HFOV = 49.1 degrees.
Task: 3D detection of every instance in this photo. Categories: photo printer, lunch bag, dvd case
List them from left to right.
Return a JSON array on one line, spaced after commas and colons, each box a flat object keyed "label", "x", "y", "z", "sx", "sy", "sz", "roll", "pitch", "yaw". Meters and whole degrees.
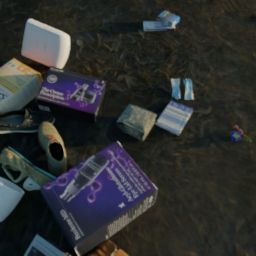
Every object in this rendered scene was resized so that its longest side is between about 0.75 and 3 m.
[{"label": "dvd case", "x": -2.299, "y": 4.357, "z": 7.260, "sx": 1.855, "sy": 0.305, "sz": 2.468, "roll": 26, "pitch": 78, "yaw": 18}, {"label": "photo printer", "x": -3.596, "y": -3.621, "z": 12.385, "sx": 2.019, "sy": 1.680, "sz": 0.701, "roll": 24, "pitch": 27, "yaw": 2}, {"label": "lunch bag", "x": 0.282, "y": -0.247, "z": 10.682, "sx": 1.250, "sy": 0.735, "sz": 1.025, "roll": 27, "pitch": 60, "yaw": 12}]

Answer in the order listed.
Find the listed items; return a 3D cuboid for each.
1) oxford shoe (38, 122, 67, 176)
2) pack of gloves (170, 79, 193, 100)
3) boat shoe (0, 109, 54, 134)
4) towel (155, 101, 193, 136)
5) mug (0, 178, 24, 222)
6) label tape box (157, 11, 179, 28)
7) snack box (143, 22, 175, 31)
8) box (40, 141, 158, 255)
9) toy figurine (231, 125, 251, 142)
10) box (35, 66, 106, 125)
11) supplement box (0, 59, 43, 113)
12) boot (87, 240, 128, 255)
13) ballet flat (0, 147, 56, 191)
[{"label": "oxford shoe", "x": -2.638, "y": 0.527, "z": 9.955, "sx": 0.814, "sy": 0.865, "sz": 2.312, "roll": -12, "pitch": 54, "yaw": -29}, {"label": "pack of gloves", "x": 2.288, "y": -1.687, "z": 11.882, "sx": 0.884, "sy": 0.208, "sz": 1.052, "roll": -1, "pitch": 67, "yaw": 2}, {"label": "boat shoe", "x": -3.960, "y": -0.362, "z": 10.567, "sx": 2.304, "sy": 0.764, "sz": 0.861, "roll": -4, "pitch": 52, "yaw": -17}, {"label": "towel", "x": 1.845, "y": -0.415, "z": 11.144, "sx": 1.061, "sy": 0.172, "sz": 1.445, "roll": 25, "pitch": 57, "yaw": 18}, {"label": "mug", "x": -4.156, "y": 2.267, "z": 8.824, "sx": 1.420, "sy": 1.049, "sz": 1.245, "roll": 19, "pitch": 73, "yaw": 48}, {"label": "label tape box", "x": 2.069, "y": -5.610, "z": 14.429, "sx": 0.935, "sy": 0.309, "sz": 0.670, "roll": 34, "pitch": 60, "yaw": 23}, {"label": "snack box", "x": 1.589, "y": -5.258, "z": 14.485, "sx": 1.600, "sy": 0.195, "sz": 0.575, "roll": 0, "pitch": 55, "yaw": 0}, {"label": "box", "x": -0.861, "y": 2.132, "z": 8.569, "sx": 2.824, "sy": 1.473, "sz": 2.089, "roll": -32, "pitch": 62, "yaw": -21}, {"label": "toy figurine", "x": 4.162, "y": 0.359, "z": 10.583, "sx": 0.503, "sy": 0.443, "sz": 0.839, "roll": -41, "pitch": 58, "yaw": 7}, {"label": "box", "x": -2.189, "y": -1.289, "z": 10.991, "sx": 2.309, "sy": 0.911, "sz": 1.630, "roll": 14, "pitch": 61, "yaw": -1}, {"label": "supplement box", "x": -4.951, "y": -1.485, "z": 11.386, "sx": 1.638, "sy": 0.956, "sz": 2.599, "roll": 30, "pitch": 61, "yaw": 20}, {"label": "boot", "x": -1.011, "y": 3.763, "z": 7.993, "sx": 1.840, "sy": 0.678, "sz": 1.423, "roll": 33, "pitch": 58, "yaw": 15}, {"label": "ballet flat", "x": -3.343, "y": 1.574, "z": 9.355, "sx": 2.652, "sy": 0.935, "sz": 0.866, "roll": 25, "pitch": 71, "yaw": 24}]
